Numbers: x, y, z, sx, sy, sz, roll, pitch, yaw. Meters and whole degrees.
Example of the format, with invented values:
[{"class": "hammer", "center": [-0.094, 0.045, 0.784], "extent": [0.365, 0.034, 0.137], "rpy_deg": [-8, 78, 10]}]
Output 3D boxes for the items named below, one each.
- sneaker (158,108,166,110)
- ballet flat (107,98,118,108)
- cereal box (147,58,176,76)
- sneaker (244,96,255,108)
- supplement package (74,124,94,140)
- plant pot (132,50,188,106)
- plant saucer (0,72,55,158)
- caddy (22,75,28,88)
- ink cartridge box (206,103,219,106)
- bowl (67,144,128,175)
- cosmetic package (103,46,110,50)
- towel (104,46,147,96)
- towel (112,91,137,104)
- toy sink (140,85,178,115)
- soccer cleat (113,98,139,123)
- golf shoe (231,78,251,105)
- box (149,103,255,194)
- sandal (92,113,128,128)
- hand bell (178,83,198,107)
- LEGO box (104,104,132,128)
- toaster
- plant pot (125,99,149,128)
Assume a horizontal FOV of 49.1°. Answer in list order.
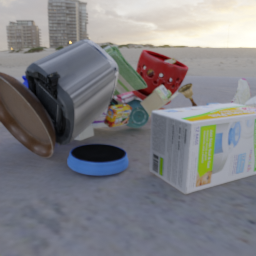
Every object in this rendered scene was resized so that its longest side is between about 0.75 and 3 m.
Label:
[{"class": "sneaker", "center": [1.322, -0.755, 12.597], "extent": [0.779, 0.302, 0.436], "rpy_deg": [4, 8, 23]}, {"class": "ballet flat", "center": [-0.964, -1.150, 11.478], "extent": [0.550, 0.550, 1.505], "rpy_deg": [-10, 23, -34]}, {"class": "cereal box", "center": [1.180, -2.271, 10.523], "extent": [1.062, 0.210, 0.764], "rpy_deg": [-23, -1, -25]}, {"class": "sneaker", "center": [4.025, -0.432, 7.295], "extent": [0.769, 0.904, 2.043], "rpy_deg": [-35, 11, -11]}, {"class": "supplement package", "center": [-1.664, 0.137, 10.149], "extent": [0.448, 0.449, 0.766], "rpy_deg": [5, 15, 33]}, {"class": "plant pot", "center": [1.160, -1.890, 10.870], "extent": [1.901, 1.731, 1.901], "rpy_deg": [16, 23, -7]}, {"class": "plant saucer", "center": [-2.870, -0.380, 7.502], "extent": [2.763, 2.763, 0.443], "rpy_deg": [13, 45, 42]}, {"class": "caddy", "center": [-2.737, -0.713, 9.524], "extent": [2.504, 1.314, 1.770], "rpy_deg": [41, -13, -17]}, {"class": "ink cartridge box", "center": [4.295, -0.801, 13.528], "extent": [0.665, 0.668, 0.910], "rpy_deg": [-4, 14, -17]}, {"class": "bowl", "center": [-0.782, 0.780, 7.378], "extent": [1.602, 0.314, 1.602], "rpy_deg": [4, 14, -1]}, {"class": "cosmetic package", "center": [-0.644, -2.496, 10.331], "extent": [0.559, 0.990, 0.402], "rpy_deg": [-34, -25, -5]}, {"class": "towel", "center": [-1.067, -1.666, 9.395], "extent": [2.775, 0.325, 2.116], "rpy_deg": [-10, -30, 28]}, {"class": "towel", "center": [-0.706, -1.967, 11.491], "extent": [2.707, 0.405, 1.981], "rpy_deg": [33, 30, 13]}, {"class": "toy sink", "center": [1.075, -1.045, 9.694], "extent": [1.092, 0.612, 0.712], "rpy_deg": [-36, 2, 36]}, {"class": "soccer cleat", "center": [-0.100, -0.912, 11.700], "extent": [0.602, 1.754, 0.747], "rpy_deg": [-37, -7, -37]}, {"class": "golf shoe", "center": [5.043, -1.284, 12.599], "extent": [0.854, 1.866, 0.703], "rpy_deg": [-5, 1, -1]}, {"class": "box", "center": [2.114, 0.334, 6.907], "extent": [2.863, 1.611, 1.451], "rpy_deg": [-6, 16, -28]}, {"class": "sandal", "center": [-1.097, -0.316, 10.853], "extent": [2.485, 0.611, 1.011], "rpy_deg": [-4, 4, 39]}, {"class": "hand bell", "center": [2.236, -0.979, 9.886], "extent": [0.551, 1.058, 0.551], "rpy_deg": [-28, 22, 13]}, {"class": "LEGO box", "center": [-0.337, -0.420, 9.380], "extent": [0.330, 0.637, 0.855], "rpy_deg": [36, 33, 31]}, {"class": "toaster", "center": [-1.456, -0.996, 7.374], "extent": [1.683, 2.962, 1.913], "rpy_deg": [42, 59, 11]}, {"class": "plant pot", "center": [0.320, -0.498, 11.003], "extent": [1.172, 1.172, 1.101], "rpy_deg": [-2, 11, -9]}]
